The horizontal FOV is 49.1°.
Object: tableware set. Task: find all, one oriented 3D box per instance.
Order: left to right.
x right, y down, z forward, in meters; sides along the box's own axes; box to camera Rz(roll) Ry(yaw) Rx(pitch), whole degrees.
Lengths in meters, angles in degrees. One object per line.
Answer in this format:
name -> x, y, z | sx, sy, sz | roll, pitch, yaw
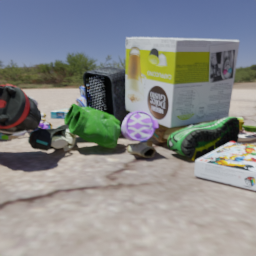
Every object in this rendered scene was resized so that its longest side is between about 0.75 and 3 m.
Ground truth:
tableware set -> 4.610, -0.062, 9.617 | 2.368, 0.363, 1.595 | 2, 8, -21

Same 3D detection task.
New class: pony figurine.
pony figurine -> -3.302, -0.346, 9.428 | 1.614, 1.392, 1.672 | 23, 1, -31

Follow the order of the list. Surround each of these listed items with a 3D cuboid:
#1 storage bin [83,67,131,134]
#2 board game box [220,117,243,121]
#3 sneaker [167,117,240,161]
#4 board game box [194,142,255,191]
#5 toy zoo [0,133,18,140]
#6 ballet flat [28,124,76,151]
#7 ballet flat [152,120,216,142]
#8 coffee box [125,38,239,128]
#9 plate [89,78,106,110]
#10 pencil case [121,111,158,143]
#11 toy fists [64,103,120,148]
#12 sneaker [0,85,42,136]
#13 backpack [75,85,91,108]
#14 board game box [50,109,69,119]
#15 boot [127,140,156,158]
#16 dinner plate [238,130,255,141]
storage bin -> -0.613, -0.890, 9.351 | 1.402, 2.074, 0.972 | 18, 32, 40
board game box -> 4.547, -0.398, 12.680 | 1.192, 0.179, 0.569 | 6, 12, 15
sneaker -> 2.040, 0.158, 7.301 | 2.362, 0.922, 1.006 | -8, 15, -33
board game box -> 2.449, 0.727, 5.841 | 1.330, 0.365, 2.107 | 9, 14, 37
toy zoo -> -4.267, 0.217, 9.316 | 1.254, 0.128, 0.823 | 3, 11, 10
ballet flat -> -1.809, 0.329, 7.341 | 0.675, 0.671, 1.973 | 18, 10, 12
ballet flat -> 1.893, 0.071, 8.760 | 2.617, 0.923, 0.854 | -7, 45, -18
coffee box -> 1.428, -1.428, 8.120 | 2.249, 2.224, 2.246 | -10, 21, -30
plate -> -0.264, -1.039, 10.966 | 2.499, 2.504, 0.405 | 0, -25, -17
pencil case -> 0.244, -0.024, 7.289 | 0.782, 0.768, 1.830 | -14, 0, -6
toy fists -> -0.995, -0.118, 8.121 | 1.339, 0.903, 2.627 | 27, 0, -21
sneaker -> -3.285, -0.431, 6.524 | 2.930, 1.036, 1.431 | 8, -13, 20
backpack -> -1.433, -1.075, 11.914 | 1.414, 1.749, 1.836 | -28, 20, -22
board game box -> -2.901, -0.705, 13.856 | 1.149, 0.357, 1.521 | 4, 11, 22
boot -> 0.484, 0.531, 7.170 | 0.836, 0.301, 0.646 | -14, 17, -40
dinner plate -> 3.500, 0.229, 9.147 | 1.608, 0.195, 1.608 | 0, 11, 0
